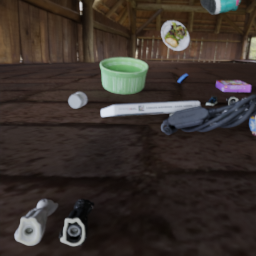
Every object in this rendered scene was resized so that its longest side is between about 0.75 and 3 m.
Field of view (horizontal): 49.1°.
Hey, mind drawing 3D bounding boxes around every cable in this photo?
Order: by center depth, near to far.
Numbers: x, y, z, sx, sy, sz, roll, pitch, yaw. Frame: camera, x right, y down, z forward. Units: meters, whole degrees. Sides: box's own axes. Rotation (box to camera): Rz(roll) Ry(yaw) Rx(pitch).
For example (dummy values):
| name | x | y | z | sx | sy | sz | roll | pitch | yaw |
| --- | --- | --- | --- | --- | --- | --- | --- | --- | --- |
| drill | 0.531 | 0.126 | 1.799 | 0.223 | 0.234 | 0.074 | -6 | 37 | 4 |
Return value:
| name | x | y | z | sx | sy | sz | roll | pitch | yaw |
| --- | --- | --- | --- | --- | --- | --- | --- | --- | --- |
| cable | 2.547 | -0.322 | 8.075 | 2.950 | 0.749 | 2.407 | -14 | -4 | 31 |

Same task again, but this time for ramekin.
| name | x | y | z | sx | sy | sz | roll | pitch | yaw |
| --- | --- | --- | --- | --- | --- | --- | --- | --- | --- |
| ramekin | -0.254 | -2.948 | 15.865 | 2.685 | 1.311 | 2.685 | 3 | 31 | -2 |

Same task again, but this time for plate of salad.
| name | x | y | z | sx | sy | sz | roll | pitch | yaw |
| --- | --- | --- | --- | --- | --- | --- | --- | --- | --- |
| plate of salad | 2.356 | -4.560 | 13.734 | 1.574 | 1.574 | 0.378 | -6 | -8 | -21 |

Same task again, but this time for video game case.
| name | x | y | z | sx | sy | sz | roll | pitch | yaw |
| --- | --- | --- | --- | --- | --- | --- | --- | --- | --- |
| video game case | 0.551 | -0.597 | 9.253 | 2.588 | 0.332 | 2.847 | -4 | 2 | -13 |

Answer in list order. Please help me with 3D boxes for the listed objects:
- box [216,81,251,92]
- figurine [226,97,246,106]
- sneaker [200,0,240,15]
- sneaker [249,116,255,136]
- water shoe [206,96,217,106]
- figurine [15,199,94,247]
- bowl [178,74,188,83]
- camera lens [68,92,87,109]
| name | x | y | z | sx | sy | sz | roll | pitch | yaw |
| --- | --- | --- | --- | --- | --- | --- | --- | --- | --- |
| box | 6.291 | -2.527 | 16.928 | 1.494 | 0.427 | 2.183 | 1 | 16 | 5 |
| figurine | 4.903 | -1.157 | 12.287 | 1.107 | 0.477 | 1.080 | 5 | 13 | 12 |
| sneaker | 2.791 | -3.918 | 8.280 | 1.028 | 0.712 | 1.702 | -8 | 45 | -1 |
| sneaker | 3.781 | 0.043 | 7.319 | 1.198 | 0.996 | 2.659 | 5 | 9 | 26 |
| water shoe | 3.739 | -1.222 | 12.561 | 0.334 | 0.368 | 0.933 | 10 | 19 | 31 |
| figurine | -1.001 | 1.281 | 4.047 | 0.959 | 0.413 | 0.936 | 0 | 8 | 2 |
| bowl | 3.887 | -3.481 | 19.809 | 0.166 | 0.845 | 0.845 | 51 | 35 | 11 |
| camera lens | -2.141 | -1.182 | 11.990 | 0.611 | 0.611 | 0.764 | 4 | 17 | 12 |
